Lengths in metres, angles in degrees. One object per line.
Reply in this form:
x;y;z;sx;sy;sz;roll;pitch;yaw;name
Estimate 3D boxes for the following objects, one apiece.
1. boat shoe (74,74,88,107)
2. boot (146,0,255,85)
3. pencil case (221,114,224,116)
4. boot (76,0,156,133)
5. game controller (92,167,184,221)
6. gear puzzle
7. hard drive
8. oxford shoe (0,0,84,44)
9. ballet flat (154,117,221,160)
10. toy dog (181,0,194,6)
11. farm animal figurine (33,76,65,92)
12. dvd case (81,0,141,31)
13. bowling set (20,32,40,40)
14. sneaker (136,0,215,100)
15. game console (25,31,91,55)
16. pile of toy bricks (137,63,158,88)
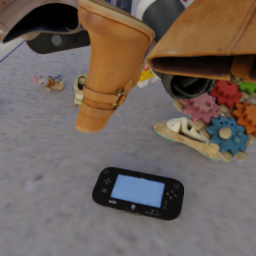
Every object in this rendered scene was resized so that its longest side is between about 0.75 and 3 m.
-1.382;-1.367;8.757;0.639;0.679;1.783;-6;36;-8;boat shoe
0.961;-1.486;2.943;2.535;0.922;2.693;21;66;26;boot
2.718;-0.908;7.851;0.866;0.995;2.225;14;38;4;pencil case
-0.266;-0.546;3.037;0.629;1.321;1.707;35;11;16;boot
0.191;1.250;5.428;1.719;0.362;0.897;9;37;13;game controller
2.170;-0.547;4.894;2.756;0.361;1.427;-28;70;-30;gear puzzle
-1.923;-2.060;4.629;1.906;0.242;1.257;-44;80;-6;hard drive
-0.630;-1.666;3.522;2.574;0.918;0.938;-29;88;-30;oxford shoe
1.491;0.090;6.790;1.951;0.637;0.688;24;42;29;ballet flat
1.586;-3.452;7.110;0.725;1.099;0.529;10;22;0;toy dog
-2.596;-1.416;9.096;0.895;0.450;0.723;18;21;28;farm animal figurine
-0.874;-3.110;5.711;2.870;2.157;0.355;9;7;28;dvd case
-2.509;-1.164;3.457;1.351;1.752;2.517;45;21;0;bowling set
0.842;-0.881;4.514;0.894;2.529;1.254;-23;69;11;sneaker
-1.668;-3.309;6.886;2.370;2.680;0.416;-7;19;12;game console
1.040;-2.261;7.041;2.738;1.352;1.519;-29;69;-33;pile of toy bricks
